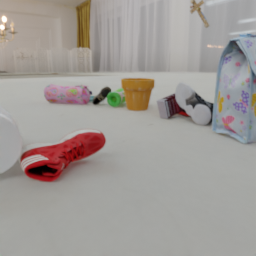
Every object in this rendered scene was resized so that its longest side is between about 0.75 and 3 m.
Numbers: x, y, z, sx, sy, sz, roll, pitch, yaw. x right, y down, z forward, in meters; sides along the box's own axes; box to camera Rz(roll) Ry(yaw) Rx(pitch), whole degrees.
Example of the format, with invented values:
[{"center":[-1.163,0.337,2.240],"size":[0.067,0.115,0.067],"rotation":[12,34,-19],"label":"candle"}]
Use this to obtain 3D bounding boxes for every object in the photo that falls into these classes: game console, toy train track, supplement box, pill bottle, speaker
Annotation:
[{"center":[2.831,-0.886,12.012],"size":[2.223,0.345,1.966],"rotation":[-8,16,-27],"label":"game console"},{"center":[2.700,-4.361,10.676],"size":[0.199,1.224,0.702],"rotation":[-32,2,-34],"label":"toy train track"},{"center":[1.738,-0.901,10.705],"size":[1.311,0.714,0.399],"rotation":[-24,20,-31],"label":"supplement box"},{"center":[-3.116,0.091,5.873],"size":[1.377,1.377,2.418],"rotation":[-9,16,-32],"label":"pill bottle"},{"center":[-0.493,-1.482,13.572],"size":[0.770,0.770,1.740],"rotation":[3,14,12],"label":"speaker"}]

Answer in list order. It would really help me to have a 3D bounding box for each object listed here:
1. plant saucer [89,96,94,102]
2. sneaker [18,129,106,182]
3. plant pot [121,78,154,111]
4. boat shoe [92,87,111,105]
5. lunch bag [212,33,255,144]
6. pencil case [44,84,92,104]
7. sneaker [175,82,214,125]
[{"center":[-2.000,-1.550,15.025],"size":[1.339,0.183,1.339],"rotation":[1,14,0],"label":"plant saucer"},{"center":[-1.183,0.620,5.580],"size":[1.829,0.717,1.057],"rotation":[-18,28,-18],"label":"sneaker"},{"center":[0.412,-1.472,12.304],"size":[1.452,1.329,1.452],"rotation":[1,13,0],"label":"plant pot"},{"center":[-1.256,-1.471,13.356],"size":[0.478,1.284,0.471],"rotation":[34,43,-19],"label":"boat shoe"},{"center":[3.842,-1.153,7.882],"size":[2.400,2.830,1.799],"rotation":[-5,14,-22],"label":"lunch bag"},{"center":[-3.007,-1.685,13.942],"size":[2.271,0.993,0.993],"rotation":[3,14,17],"label":"pencil case"},{"center":[2.553,-0.847,10.108],"size":[1.148,0.761,2.017],"rotation":[3,43,-35],"label":"sneaker"}]
